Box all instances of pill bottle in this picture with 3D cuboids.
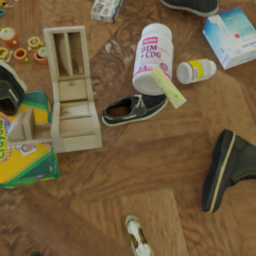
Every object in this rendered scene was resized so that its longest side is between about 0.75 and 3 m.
[{"bbox_3d":[2.209,-1.824,8.969,1.236,0.675,0.675,-15,68,-29],"label":"pill bottle"},{"bbox_3d":[0.807,-2.134,8.695,1.142,1.142,2.014,6,65,2],"label":"pill bottle"}]

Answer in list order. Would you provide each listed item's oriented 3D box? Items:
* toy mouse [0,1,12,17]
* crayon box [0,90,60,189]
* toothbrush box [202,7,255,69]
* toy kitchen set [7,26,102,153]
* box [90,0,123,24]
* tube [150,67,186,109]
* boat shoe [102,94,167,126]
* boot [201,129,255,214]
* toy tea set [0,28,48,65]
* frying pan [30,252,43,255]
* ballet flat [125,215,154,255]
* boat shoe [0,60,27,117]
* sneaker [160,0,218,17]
[{"bbox_3d":[-4.868,-4.390,10.435,0.974,0.188,0.866,29,71,11],"label":"toy mouse"},{"bbox_3d":[-3.038,0.317,8.305,1.578,0.774,2.658,-12,69,-5],"label":"crayon box"},{"bbox_3d":[3.579,-3.076,9.634,1.288,0.750,1.759,-19,72,-7],"label":"toothbrush box"},{"bbox_3d":[-1.995,-1.010,6.974,2.233,2.470,2.737,-7,27,-9],"label":"toy kitchen set"},{"bbox_3d":[-0.704,-4.753,10.514,0.930,0.293,1.690,16,70,6],"label":"box"},{"bbox_3d":[0.931,-0.950,6.584,0.274,0.306,1.056,-37,88,3],"label":"tube"},{"bbox_3d":[0.248,-0.671,8.733,2.197,0.743,0.789,-19,69,-10],"label":"boat shoe"},{"bbox_3d":[3.179,1.417,7.860,1.743,0.976,2.520,23,72,3],"label":"boot"},{"bbox_3d":[-3.613,-2.806,9.540,1.954,0.723,1.162,7,69,3],"label":"toy tea set"},{"bbox_3d":[-2.323,3.625,7.409,0.760,0.124,0.460,38,74,11],"label":"frying pan"},{"bbox_3d":[0.292,3.019,7.457,0.500,0.500,1.416,-21,71,-8],"label":"ballet flat"},{"bbox_3d":[-3.326,-1.062,6.857,1.049,2.920,0.987,14,76,3],"label":"boat shoe"},{"bbox_3d":[2.032,-4.903,9.754,2.507,1.331,0.937,33,73,34],"label":"sneaker"}]
